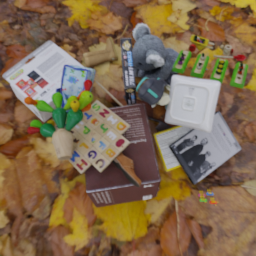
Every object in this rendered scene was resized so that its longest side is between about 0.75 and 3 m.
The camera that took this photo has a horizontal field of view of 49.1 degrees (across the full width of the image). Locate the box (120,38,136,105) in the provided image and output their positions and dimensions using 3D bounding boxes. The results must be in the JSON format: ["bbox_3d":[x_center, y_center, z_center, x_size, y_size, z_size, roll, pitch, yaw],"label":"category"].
[{"bbox_3d":[0.016,-1.894,9.729,0.437,1.748,1.761,-6,78,2],"label":"box"}]

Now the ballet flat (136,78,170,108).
[{"bbox_3d":[1.058,-1.186,9.891,1.077,2.949,1.077,2,97,15],"label":"ballet flat"}]

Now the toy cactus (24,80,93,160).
[{"bbox_3d":[-2.059,-0.170,8.401,2.678,1.369,2.209,-20,68,19],"label":"toy cactus"}]

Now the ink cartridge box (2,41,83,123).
[{"bbox_3d":[-3.520,-2.089,12.212,2.419,1.155,2.756,41,70,13],"label":"ink cartridge box"}]

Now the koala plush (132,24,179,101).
[{"bbox_3d":[1.005,-2.832,11.460,2.423,2.636,2.338,-23,60,11],"label":"koala plush"}]

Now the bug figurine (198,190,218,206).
[{"bbox_3d":[2.892,2.545,10.199,0.645,0.214,0.832,3,18,4],"label":"bug figurine"}]

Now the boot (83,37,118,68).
[{"bbox_3d":[-1.398,-3.663,13.471,1.582,0.523,1.386,-15,64,-6],"label":"boot"}]

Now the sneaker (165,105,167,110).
[{"bbox_3d":[1.646,-0.682,10.540,0.514,0.843,1.292,28,58,-5],"label":"sneaker"}]

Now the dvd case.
[{"bbox_3d":[2.962,0.758,10.683,2.381,0.294,1.789,-34,99,-10],"label":"dvd case"}]

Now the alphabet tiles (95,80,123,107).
[{"bbox_3d":[-0.432,-1.039,11.391,0.072,1.895,2.277,-46,72,1],"label":"alphabet tiles"}]

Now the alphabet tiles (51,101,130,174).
[{"bbox_3d":[-1.213,0.209,8.865,2.081,0.079,2.500,-44,58,-13],"label":"alphabet tiles"}]

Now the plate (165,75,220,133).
[{"bbox_3d":[2.066,-0.819,9.368,1.707,0.276,1.711,15,104,31],"label":"plate"}]

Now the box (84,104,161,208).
[{"bbox_3d":[-0.309,1.025,9.944,2.331,2.355,2.838,-8,63,-3],"label":"box"}]

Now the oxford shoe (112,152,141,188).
[{"bbox_3d":[0.017,1.176,8.213,0.467,0.467,1.310,-31,58,-18],"label":"oxford shoe"}]

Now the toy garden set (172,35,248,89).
[{"bbox_3d":[3.136,-2.604,10.274,2.527,0.504,2.107,17,54,15],"label":"toy garden set"}]

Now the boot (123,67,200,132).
[{"bbox_3d":[1.510,-1.389,11.315,2.600,0.946,2.762,37,94,7],"label":"boot"}]

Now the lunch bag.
[{"bbox_3d":[-2.012,-1.463,10.783,1.153,1.538,1.809,12,103,3],"label":"lunch bag"}]

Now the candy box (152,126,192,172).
[{"bbox_3d":[2.544,0.530,11.042,2.976,0.393,1.521,-17,84,-13],"label":"candy box"}]
